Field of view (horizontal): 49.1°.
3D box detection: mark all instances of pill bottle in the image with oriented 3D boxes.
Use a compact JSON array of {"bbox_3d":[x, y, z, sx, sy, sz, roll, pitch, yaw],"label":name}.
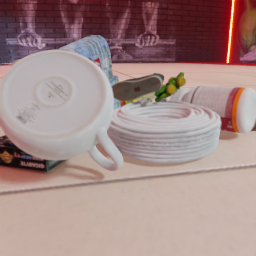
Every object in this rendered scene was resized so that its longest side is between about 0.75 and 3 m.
[{"bbox_3d":[2.450,-0.604,8.255,2.289,1.254,1.254,10,19,40],"label":"pill bottle"}]

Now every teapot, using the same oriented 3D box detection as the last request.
[{"bbox_3d":[-1.235,-0.232,5.206,2.113,2.140,1.563,-4,-27,-7],"label":"teapot"}]

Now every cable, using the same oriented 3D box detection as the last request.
[{"bbox_3d":[0.818,0.010,7.068,2.847,0.986,2.848,15,23,42],"label":"cable"}]

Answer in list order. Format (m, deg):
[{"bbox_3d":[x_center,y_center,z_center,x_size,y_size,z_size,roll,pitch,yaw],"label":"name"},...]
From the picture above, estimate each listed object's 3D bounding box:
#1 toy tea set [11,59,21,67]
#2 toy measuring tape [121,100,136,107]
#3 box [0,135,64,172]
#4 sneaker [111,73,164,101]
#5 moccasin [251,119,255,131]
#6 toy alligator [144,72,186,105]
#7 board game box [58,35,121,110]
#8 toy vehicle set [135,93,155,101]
[{"bbox_3d":[-3.304,-1.563,9.876,2.571,1.529,0.952,9,-5,12],"label":"toy tea set"},{"bbox_3d":[-0.391,-1.310,11.688,0.854,0.854,2.321,-12,23,-35],"label":"toy measuring tape"},{"bbox_3d":[-2.035,0.343,6.757,1.665,0.482,2.095,4,17,19],"label":"box"},{"bbox_3d":[0.280,-1.154,7.906,1.519,0.568,0.807,-8,16,19],"label":"sneaker"},{"bbox_3d":[3.459,-0.342,8.994,0.558,0.589,1.527,-13,21,-37],"label":"moccasin"},{"bbox_3d":[1.082,-1.022,7.926,1.576,0.379,0.522,-38,24,-16],"label":"toy alligator"},{"bbox_3d":[-1.197,-1.150,8.741,0.899,2.916,2.915,4,29,18],"label":"board game box"},{"bbox_3d":[0.198,-1.579,13.806,1.973,0.262,1.226,-12,20,-36],"label":"toy vehicle set"}]
